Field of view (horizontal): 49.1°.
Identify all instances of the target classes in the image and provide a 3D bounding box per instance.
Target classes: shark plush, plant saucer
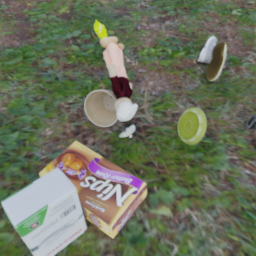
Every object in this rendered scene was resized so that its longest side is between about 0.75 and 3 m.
[{"bbox_3d":[0.026,0.025,10.347,0.380,0.415,0.912,-10,40,49],"label":"shark plush"},{"bbox_3d":[1.921,-0.063,8.711,0.184,1.182,1.182,8,39,-33],"label":"plant saucer"}]

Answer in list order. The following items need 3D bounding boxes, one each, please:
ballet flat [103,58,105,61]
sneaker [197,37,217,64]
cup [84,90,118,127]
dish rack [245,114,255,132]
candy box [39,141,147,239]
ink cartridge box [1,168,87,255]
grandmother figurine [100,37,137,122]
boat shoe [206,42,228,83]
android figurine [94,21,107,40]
[{"bbox_3d":[-0.790,-3.659,13.915,0.359,0.332,1.064,31,53,27],"label":"ballet flat"},{"bbox_3d":[4.086,-3.773,13.907,0.799,0.728,1.949,28,59,7],"label":"sneaker"},{"bbox_3d":[-0.811,-0.855,10.665,1.408,1.408,1.007,16,25,15],"label":"cup"},{"bbox_3d":[5.496,0.477,9.731,2.000,0.711,2.607,-2,48,0],"label":"dish rack"},{"bbox_3d":[-1.058,1.733,8.410,2.832,0.800,1.653,28,53,26],"label":"candy box"},{"bbox_3d":[-1.991,2.253,7.032,1.525,2.081,0.864,-31,51,-27],"label":"ink cartridge box"},{"bbox_3d":[-0.299,-1.640,9.966,0.902,1.806,2.978,-20,70,28],"label":"grandmother figurine"},{"bbox_3d":[4.228,-2.944,12.891,0.850,0.753,2.323,-10,50,49],"label":"boat shoe"},{"bbox_3d":[-1.031,-3.668,10.732,0.184,0.896,0.816,-16,40,22],"label":"android figurine"}]
